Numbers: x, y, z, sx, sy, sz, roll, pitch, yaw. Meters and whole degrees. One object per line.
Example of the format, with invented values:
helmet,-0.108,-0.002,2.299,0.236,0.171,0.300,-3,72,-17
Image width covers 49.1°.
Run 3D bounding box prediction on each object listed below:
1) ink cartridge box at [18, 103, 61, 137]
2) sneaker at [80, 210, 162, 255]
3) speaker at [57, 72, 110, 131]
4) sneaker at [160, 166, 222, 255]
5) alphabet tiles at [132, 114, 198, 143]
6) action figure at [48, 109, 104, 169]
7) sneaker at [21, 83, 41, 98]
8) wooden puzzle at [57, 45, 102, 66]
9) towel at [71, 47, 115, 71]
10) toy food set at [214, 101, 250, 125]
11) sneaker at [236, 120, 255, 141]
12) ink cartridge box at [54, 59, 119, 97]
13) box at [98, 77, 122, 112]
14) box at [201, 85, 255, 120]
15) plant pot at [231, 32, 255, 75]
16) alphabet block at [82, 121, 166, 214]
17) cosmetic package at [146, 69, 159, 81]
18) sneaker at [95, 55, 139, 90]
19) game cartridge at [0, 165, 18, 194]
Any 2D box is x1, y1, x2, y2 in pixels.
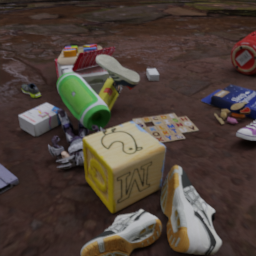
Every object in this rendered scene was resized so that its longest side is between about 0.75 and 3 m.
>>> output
ink cartridge box,-3.129,-0.314,10.125,0.931,0.545,1.289,24,40,29
sneaker,-0.198,2.306,5.960,1.809,0.684,0.793,-12,19,-27
speaker,-1.532,-0.922,9.325,1.032,1.032,2.333,-19,48,-28
sneaker,1.422,1.884,6.510,1.068,0.921,2.436,16,31,-8
alphabet tiles,1.376,-0.016,10.151,2.088,0.079,1.745,-9,32,-13
action figure,-1.616,0.328,8.769,1.741,0.928,2.676,-10,32,-13
sneaker,-4.376,-1.781,12.592,1.316,0.533,0.486,25,39,35
wooden puzzle,-2.218,-3.553,13.162,2.044,0.511,2.207,-6,30,-4
towel,-1.431,-2.810,11.521,1.704,1.232,0.192,-20,81,-30
toy food set,4.004,-0.489,10.576,1.342,0.211,0.853,-20,44,-2
sneaker,4.319,-0.163,9.216,1.846,1.052,0.669,-6,17,-28
ink cartridge box,-1.929,-2.310,12.768,2.140,1.228,2.947,-13,33,-20
box,-0.803,-1.218,10.942,0.415,0.623,1.654,3,53,35
box,4.713,-1.125,11.614,2.895,0.469,1.753,25,39,36
plant pot,6.610,-3.855,14.659,1.865,2.048,2.048,-33,43,-29
alphabet block,-0.134,0.947,7.166,1.539,1.511,1.503,-20,38,-30
cosmetic package,1.245,-2.705,14.270,0.497,0.358,0.881,-3,31,-9
sneaker,-0.483,-2.026,10.587,1.807,0.764,0.678,34,55,0
game cartridge,-3.918,1.569,7.384,1.060,0.314,1.635,28,41,31
